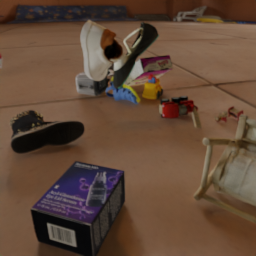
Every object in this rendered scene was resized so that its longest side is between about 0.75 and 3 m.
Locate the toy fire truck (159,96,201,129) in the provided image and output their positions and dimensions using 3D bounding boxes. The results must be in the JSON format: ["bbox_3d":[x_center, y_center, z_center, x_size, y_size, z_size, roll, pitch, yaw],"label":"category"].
[{"bbox_3d":[2.203,-0.607,11.331,1.411,1.031,1.603,-10,18,-20],"label":"toy fire truck"}]

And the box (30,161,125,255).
[{"bbox_3d":[-1.014,1.741,6.393,1.405,0.990,1.898,8,28,17],"label":"box"}]

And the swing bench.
[{"bbox_3d":[3.556,1.068,7.018,2.695,1.758,2.710,21,28,36],"label":"swing bench"}]

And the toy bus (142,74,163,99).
[{"bbox_3d":[1.242,-2.096,13.877,0.821,1.162,1.210,11,27,23],"label":"toy bus"}]

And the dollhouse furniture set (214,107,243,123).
[{"bbox_3d":[4.145,-0.427,11.502,1.038,0.422,0.559,-28,34,-14],"label":"dollhouse furniture set"}]

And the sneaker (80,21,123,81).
[{"bbox_3d":[-0.456,-1.306,5.419,0.702,1.659,0.604,21,75,7],"label":"sneaker"}]

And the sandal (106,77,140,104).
[{"bbox_3d":[-0.305,-1.632,13.531,0.948,0.865,2.177,-46,49,-10],"label":"sandal"}]

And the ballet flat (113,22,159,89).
[{"bbox_3d":[0.036,-2.863,10.802,0.949,2.774,0.943,36,-2,-23],"label":"ballet flat"}]

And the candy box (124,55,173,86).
[{"bbox_3d":[0.905,-2.913,14.613,1.732,0.775,2.541,-13,-2,-23],"label":"candy box"}]

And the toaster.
[{"bbox_3d":[-1.848,-2.381,14.498,1.262,1.110,1.954,7,28,18],"label":"toaster"}]

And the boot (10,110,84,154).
[{"bbox_3d":[-3.012,-0.034,10.095,2.491,0.912,1.876,-18,32,-21],"label":"boot"}]

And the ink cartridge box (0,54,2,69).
[{"bbox_3d":[-4.146,-2.258,7.290,1.151,1.585,0.661,-21,-5,-27],"label":"ink cartridge box"}]

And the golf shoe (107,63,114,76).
[{"bbox_3d":[-1.662,-3.853,17.533,2.646,1.029,1.250,19,32,35],"label":"golf shoe"}]
